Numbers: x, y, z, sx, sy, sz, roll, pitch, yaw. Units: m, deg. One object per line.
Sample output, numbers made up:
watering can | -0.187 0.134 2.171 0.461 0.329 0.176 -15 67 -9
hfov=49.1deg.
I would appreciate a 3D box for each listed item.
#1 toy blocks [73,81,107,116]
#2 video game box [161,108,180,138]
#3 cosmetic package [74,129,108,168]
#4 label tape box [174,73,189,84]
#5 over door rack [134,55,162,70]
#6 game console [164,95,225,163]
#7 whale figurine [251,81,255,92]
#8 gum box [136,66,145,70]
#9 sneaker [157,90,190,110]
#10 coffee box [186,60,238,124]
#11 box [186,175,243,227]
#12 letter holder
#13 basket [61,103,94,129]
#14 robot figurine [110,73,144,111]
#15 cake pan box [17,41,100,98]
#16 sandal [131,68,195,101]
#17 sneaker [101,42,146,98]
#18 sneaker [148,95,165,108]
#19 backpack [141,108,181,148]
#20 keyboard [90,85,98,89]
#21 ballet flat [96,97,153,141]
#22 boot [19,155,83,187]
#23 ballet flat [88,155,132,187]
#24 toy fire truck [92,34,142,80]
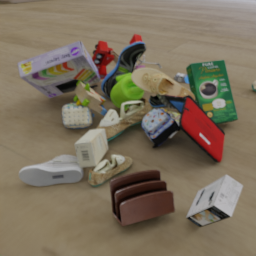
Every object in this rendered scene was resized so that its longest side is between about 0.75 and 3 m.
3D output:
toy blocks | -1.360 -1.103 10.822 1.165 0.852 1.704 29 14 -34
video game box | 1.462 -0.217 10.909 1.193 0.307 1.310 23 43 28
cosmetic package | -1.117 0.602 8.824 0.554 0.785 1.517 -6 15 12
label tape box | 2.896 -2.613 14.727 0.807 0.255 0.582 16 36 23
over door rack | 0.603 -2.893 13.668 1.738 1.284 0.579 3 58 -49
game console | 2.122 -0.002 9.411 1.286 2.166 1.867 -22 38 44
whale figurine | 6.311 -1.853 13.487 0.709 0.463 0.891 -7 57 -19
gum box | 0.557 -2.293 13.194 0.417 1.260 0.715 1 70 1
sneaker | 2.235 -1.240 11.746 2.302 0.860 0.944 30 55 8
coffee box | 3.235 -1.343 10.873 1.521 2.473 0.544 -11 -5 -13
box | 1.991 1.761 6.609 0.442 1.472 0.858 33 59 4
letter holder | 0.345 1.689 7.056 1.444 1.026 0.726 -8 9 -20
basket | -1.939 -0.474 10.842 1.274 1.005 1.445 -4 -1 -9
robot figurine | -0.062 -1.443 11.492 1.071 1.625 1.852 -12 -10 -30
cake pan box | -2.732 -2.298 11.758 2.628 2.853 0.746 -16 77 3
sandal | 1.273 -1.558 9.994 2.524 0.925 0.830 29 -4 6
sneaker | -0.057 -2.465 12.410 1.052 2.968 1.230 -2 46 -53
sneaker | 1.617 -1.289 12.328 1.493 0.619 0.529 -10 32 -16
backpack | 1.031 -0.109 9.925 1.259 0.970 1.200 -36 32 -2
keyboard | -1.968 -1.914 13.463 1.099 0.113 0.699 -21 19 -32
ballet flat | -0.282 -0.371 10.376 2.870 0.937 1.012 -30 26 -32
boot | -2.284 1.246 8.492 1.826 0.672 0.873 3 26 -11
ballet flat | -0.506 1.165 8.559 0.600 0.556 1.702 16 33 39
toy fire truck | -0.690 -3.362 13.580 2.025 2.871 0.700 5 58 -22
